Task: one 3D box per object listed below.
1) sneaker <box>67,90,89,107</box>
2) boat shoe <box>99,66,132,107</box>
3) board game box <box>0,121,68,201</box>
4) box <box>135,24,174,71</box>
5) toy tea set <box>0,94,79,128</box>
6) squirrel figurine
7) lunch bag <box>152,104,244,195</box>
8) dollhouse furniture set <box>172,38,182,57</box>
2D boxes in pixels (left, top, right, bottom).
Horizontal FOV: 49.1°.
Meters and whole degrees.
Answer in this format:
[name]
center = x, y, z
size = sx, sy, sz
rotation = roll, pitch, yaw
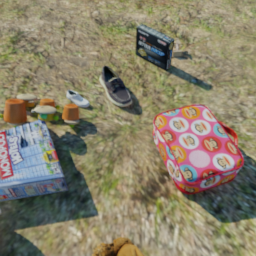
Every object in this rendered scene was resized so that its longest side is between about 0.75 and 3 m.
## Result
[sneaker]
center = -1.960, -1.128, 10.749
size = 1.066, 0.377, 0.389
rotation = 25, 54, 20
[boat shoe]
center = -0.544, -1.666, 10.979
size = 0.774, 0.697, 2.152
rotation = -21, 51, -15
[board game box]
center = -3.644, 1.071, 8.545
size = 2.843, 0.877, 2.845
rotation = -19, 52, -16
[box]
center = 1.109, -3.460, 12.060
size = 1.777, 1.413, 0.409
rotation = 36, 58, 26
[toy tea set]
center = -3.109, -0.422, 10.011
size = 2.732, 1.011, 1.624
rotation = 13, 21, 15
[squirrel figurine]
center = -0.259, 3.411, 6.643
size = 1.392, 1.056, 1.492
rotation = -38, 45, -16
[lunch bag]
center = 2.229, 0.507, 8.789
size = 2.404, 1.118, 2.729
rotation = -16, 55, -10
[dollhouse furniture set]
center = 2.144, -3.770, 12.936
size = 0.419, 0.491, 0.947
rotation = -8, 50, -9
